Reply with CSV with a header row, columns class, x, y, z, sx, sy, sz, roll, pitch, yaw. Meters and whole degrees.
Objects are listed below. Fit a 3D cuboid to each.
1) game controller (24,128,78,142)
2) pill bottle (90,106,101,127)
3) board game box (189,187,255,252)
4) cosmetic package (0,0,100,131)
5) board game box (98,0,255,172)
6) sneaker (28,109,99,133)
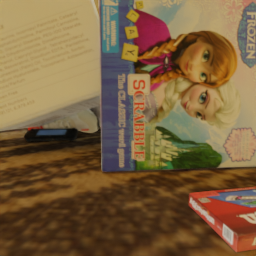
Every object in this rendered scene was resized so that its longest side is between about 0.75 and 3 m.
class,x,y,z,sx,sy,sz,roll,pitch,yaw
game controller,-1.707,0.145,6.276,1.138,0.240,0.594,-2,9,-5
pill bottle,-0.333,-1.481,7.736,1.499,2.756,1.499,20,-24,9
board game box,1.534,0.782,2.701,1.655,0.161,0.852,-2,11,-13
cosmetic package,-1.568,-1.589,5.381,2.281,2.743,2.295,-19,3,2
board game box,0.810,-0.631,4.133,2.459,2.465,0.507,-2,7,-6
sneaker,-1.874,-0.147,6.993,2.297,0.809,1.074,19,51,15
